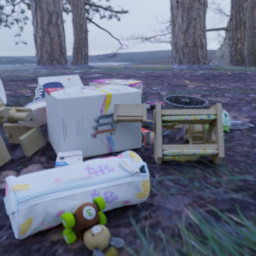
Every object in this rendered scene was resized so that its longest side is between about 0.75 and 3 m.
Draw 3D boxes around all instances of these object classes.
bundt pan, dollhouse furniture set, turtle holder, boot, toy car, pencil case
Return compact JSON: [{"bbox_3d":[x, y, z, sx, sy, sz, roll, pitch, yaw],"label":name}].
[{"bbox_3d":[2.460,-0.863,12.213,1.927,0.723,1.927,3,20,-1],"label":"bundt pan"},{"bbox_3d":[1.010,0.310,8.110,2.734,1.520,2.418,0,-9,1],"label":"dollhouse furniture set"},{"bbox_3d":[3.153,-0.225,10.081,1.081,0.768,0.821,-5,17,-17],"label":"turtle holder"},{"bbox_3d":[-2.936,-0.885,9.659,1.174,0.946,2.600,41,32,15],"label":"boot"},{"bbox_3d":[-0.492,1.575,4.222,0.696,0.668,0.847,-20,36,-34],"label":"toy car"},{"bbox_3d":[-3.641,0.168,7.654,1.456,1.700,1.788,4,30,29],"label":"dollhouse furniture set"},{"bbox_3d":[-0.833,1.105,4.935,2.475,1.029,1.123,-9,-4,-26],"label":"pencil case"}]

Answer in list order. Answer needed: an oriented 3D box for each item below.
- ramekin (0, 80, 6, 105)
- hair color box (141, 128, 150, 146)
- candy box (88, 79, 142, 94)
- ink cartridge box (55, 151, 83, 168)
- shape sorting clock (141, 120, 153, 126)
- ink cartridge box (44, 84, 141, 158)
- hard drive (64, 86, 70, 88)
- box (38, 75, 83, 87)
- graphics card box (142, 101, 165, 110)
[{"bbox_3d":[-6.501,-1.804,13.216,0.939,1.926,1.926,-15,19,-12],"label":"ramekin"},{"bbox_3d":[0.338,0.234,9.072,0.269,0.446,0.878,-10,18,-35],"label":"hair color box"},{"bbox_3d":[-0.793,-2.581,18.022,2.919,0.890,1.991,9,17,26],"label":"candy box"},{"bbox_3d":[-1.442,0.893,6.927,0.624,0.363,0.863,-3,16,-9],"label":"ink cartridge box"},{"bbox_3d":[0.571,-0.188,10.600,0.789,0.155,0.789,-2,-7,0],"label":"shape sorting clock"},{"bbox_3d":[-1.044,-0.288,8.437,2.483,1.796,1.804,-8,18,-25],"label":"ink cartridge box"},{"bbox_3d":[-2.189,-0.921,11.288,2.709,0.513,1.893,12,40,15],"label":"hard drive"},{"bbox_3d":[-3.130,-1.606,13.291,1.956,1.040,1.489,-9,48,-25],"label":"box"},{"bbox_3d":[1.379,-1.092,13.909,1.251,0.318,0.785,7,18,26],"label":"graphics card box"}]
